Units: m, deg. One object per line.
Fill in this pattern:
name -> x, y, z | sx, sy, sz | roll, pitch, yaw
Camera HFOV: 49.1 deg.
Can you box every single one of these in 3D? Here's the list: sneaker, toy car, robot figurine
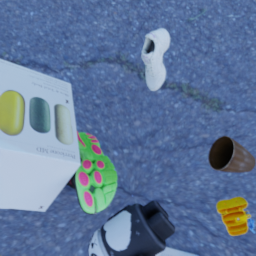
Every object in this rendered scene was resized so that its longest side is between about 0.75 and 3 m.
sneaker -> -1.068, 1.202, 7.272 | 1.103, 1.205, 2.875 | 10, 26, -22
toy car -> 3.048, 1.213, 5.921 | 2.964, 1.454, 0.986 | -22, 109, -4
robot figurine -> 0.045, 2.514, 6.356 | 1.982, 1.489, 1.237 | -36, 80, 4
sneaker -> 0.564, -1.640, 6.963 | 0.583, 1.558, 0.776 | 26, 37, 35

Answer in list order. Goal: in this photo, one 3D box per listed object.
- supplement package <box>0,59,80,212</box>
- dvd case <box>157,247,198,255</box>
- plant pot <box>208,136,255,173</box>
supplement package -> -2.768, 0.205, 7.096 | 2.215, 2.199, 2.919 | 16, 39, -32
dvd case -> 1.213, 4.391, 8.471 | 1.967, 0.173, 1.404 | 13, 68, 5
plant pot -> 2.206, 0.631, 5.793 | 0.783, 0.732, 0.732 | 20, 67, -20
